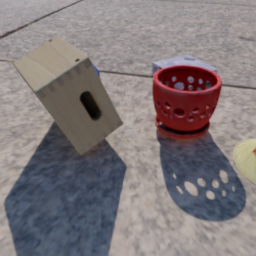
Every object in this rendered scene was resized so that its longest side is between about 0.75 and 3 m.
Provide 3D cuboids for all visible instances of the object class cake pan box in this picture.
[{"bbox_3d":[2.320,-2.393,11.810,2.117,0.554,1.949,-19,38,-27],"label":"cake pan box"}]

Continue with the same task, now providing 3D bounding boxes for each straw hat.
[{"bbox_3d":[3.882,0.608,7.418,2.086,0.883,2.086,-1,36,0],"label":"straw hat"}]

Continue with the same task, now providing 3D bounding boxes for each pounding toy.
[{"bbox_3d":[-1.442,-1.016,8.314,2.131,2.998,2.760,-37,43,-11],"label":"pounding toy"}]

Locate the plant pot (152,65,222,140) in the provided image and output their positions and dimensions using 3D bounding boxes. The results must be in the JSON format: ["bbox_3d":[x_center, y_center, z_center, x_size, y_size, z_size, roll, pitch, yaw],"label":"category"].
[{"bbox_3d":[1.691,-0.718,8.402,1.953,1.778,1.953,-1,33,1],"label":"plant pot"}]
